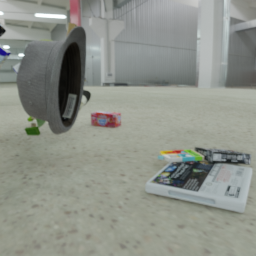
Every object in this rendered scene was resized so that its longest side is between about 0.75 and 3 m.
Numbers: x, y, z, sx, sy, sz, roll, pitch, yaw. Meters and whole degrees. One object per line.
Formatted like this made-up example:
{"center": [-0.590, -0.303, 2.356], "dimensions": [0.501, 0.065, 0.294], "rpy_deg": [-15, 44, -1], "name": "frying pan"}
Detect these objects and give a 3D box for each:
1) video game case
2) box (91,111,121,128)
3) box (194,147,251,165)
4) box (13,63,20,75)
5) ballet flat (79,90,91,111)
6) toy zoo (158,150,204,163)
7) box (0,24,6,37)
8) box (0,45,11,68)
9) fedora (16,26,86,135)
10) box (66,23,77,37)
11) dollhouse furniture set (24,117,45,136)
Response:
{"center": [2.146, 1.487, 8.066], "dimensions": [2.472, 0.318, 2.719], "rpy_deg": [7, 13, 26], "name": "video game case"}
{"center": [-1.282, -0.499, 16.190], "dimensions": [1.616, 0.771, 0.806], "rpy_deg": [5, 13, 23], "name": "box"}
{"center": [3.210, 0.952, 9.634], "dimensions": [1.494, 0.372, 1.178], "rpy_deg": [5, 2, -17], "name": "box"}
{"center": [-3.873, -2.448, 13.021], "dimensions": [2.079, 1.091, 1.912], "rpy_deg": [-34, 60, -15], "name": "box"}
{"center": [-2.589, -1.087, 12.376], "dimensions": [2.672, 0.909, 0.914], "rpy_deg": [-13, 44, -42], "name": "ballet flat"}
{"center": [1.698, 0.947, 9.502], "dimensions": [1.451, 0.148, 0.952], "rpy_deg": [-2, 10, -12], "name": "toy zoo"}
{"center": [-3.895, -1.789, 6.329], "dimensions": [2.229, 0.554, 2.213], "rpy_deg": [-45, 16, -2], "name": "box"}
{"center": [-4.568, -2.313, 9.024], "dimensions": [1.009, 1.098, 0.576], "rpy_deg": [37, 6, -16], "name": "box"}
{"center": [-2.097, -1.320, 7.625], "dimensions": [1.341, 2.971, 2.627], "rpy_deg": [11, 33, 4], "name": "fedora"}
{"center": [-2.073, -1.949, 9.800], "dimensions": [0.288, 2.704, 2.210], "rpy_deg": [10, -2, -6], "name": "box"}
{"center": [-2.930, -0.194, 9.270], "dimensions": [0.444, 0.574, 1.149], "rpy_deg": [-2, 31, 16], "name": "dollhouse furniture set"}
